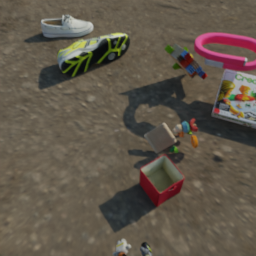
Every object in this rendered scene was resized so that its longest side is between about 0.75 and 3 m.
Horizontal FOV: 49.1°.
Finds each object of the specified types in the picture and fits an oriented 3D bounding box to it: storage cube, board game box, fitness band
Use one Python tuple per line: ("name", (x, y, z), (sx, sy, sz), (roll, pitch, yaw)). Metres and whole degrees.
("storage cube", (0.834, 1.346, 7.154), (0.801, 0.842, 0.937), (-28, 57, -19))
("board game box", (3.986, -0.768, 8.610), (2.446, 0.423, 1.544), (17, 77, 12))
("fitness band", (3.047, -2.353, 8.469), (2.103, 0.394, 1.511), (17, 50, 17))

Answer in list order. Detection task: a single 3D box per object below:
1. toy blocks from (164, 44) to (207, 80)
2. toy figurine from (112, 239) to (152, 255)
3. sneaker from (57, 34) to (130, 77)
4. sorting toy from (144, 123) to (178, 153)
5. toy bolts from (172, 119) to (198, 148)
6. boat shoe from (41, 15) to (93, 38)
("toy blocks", (1.995, -2.109, 9.314), (0.780, 1.562, 1.068), (-45, 42, 10))
("toy figurine", (0.074, 2.861, 5.864), (0.882, 0.869, 0.614), (12, 17, -5))
("sneaker", (-1.268, -2.944, 10.290), (2.888, 1.089, 1.103), (-24, 57, -19))
("sorting toy", (1.008, 0.420, 8.047), (0.711, 0.141, 0.961), (-33, 95, 16))
("toy bolts", (1.590, 0.169, 7.847), (0.578, 0.834, 0.796), (-11, 63, -2))
("boat shoe", (-2.511, -4.226, 11.477), (2.091, 0.730, 0.741), (-4, 53, -3))
